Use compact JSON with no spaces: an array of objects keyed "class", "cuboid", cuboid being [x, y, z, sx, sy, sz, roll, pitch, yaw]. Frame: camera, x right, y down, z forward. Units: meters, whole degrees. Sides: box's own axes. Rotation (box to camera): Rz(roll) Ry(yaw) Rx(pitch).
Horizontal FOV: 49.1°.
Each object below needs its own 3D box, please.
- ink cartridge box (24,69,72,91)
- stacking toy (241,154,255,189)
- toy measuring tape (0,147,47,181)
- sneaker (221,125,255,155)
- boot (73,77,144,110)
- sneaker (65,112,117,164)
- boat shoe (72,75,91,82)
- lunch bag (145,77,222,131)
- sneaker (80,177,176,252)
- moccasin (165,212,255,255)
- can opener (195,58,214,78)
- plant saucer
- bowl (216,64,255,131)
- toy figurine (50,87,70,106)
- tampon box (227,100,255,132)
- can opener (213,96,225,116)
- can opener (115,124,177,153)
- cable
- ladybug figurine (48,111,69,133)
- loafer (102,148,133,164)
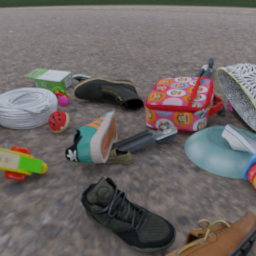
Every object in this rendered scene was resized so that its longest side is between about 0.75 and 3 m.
[{"class":"ink cartridge box","cuboid":[-3.342,-2.030,11.823,1.737,0.515,0.902,10,38,18]},{"class":"stacking toy","cuboid":[3.113,1.293,5.779,0.891,0.843,1.536,-1,40,-9]},{"class":"toy measuring tape","cuboid":[-2.893,0.711,6.239,2.207,0.812,0.812,19,18,-32]},{"class":"sneaker","cuboid":[2.727,0.383,6.766,0.419,0.406,1.147,8,29,-31]},{"class":"boot","cuboid":[-0.690,-1.149,9.993,2.353,0.911,1.627,-8,33,-13]},{"class":"sneaker","cuboid":[-0.895,0.180,7.345,0.987,0.881,2.469,-3,18,10]},{"class":"boat shoe","cuboid":[-1.970,-2.089,12.054,0.912,0.290,0.322,-1,-18,-37]},{"class":"lunch bag","cuboid":[1.860,-0.827,9.056,2.245,1.044,2.549,6,32,19]},{"class":"sneaker","cuboid":[-0.093,1.492,4.878,1.857,1.064,0.710,18,57,29]},{"class":"moccasin","cuboid":[1.190,1.943,4.438,2.335,0.854,0.902,-24,43,-25]},{"class":"can opener","cuboid":[3.597,-2.743,13.039,0.547,0.686,2.052,13,31,22]},{"class":"plant saucer","cuboid":[2.725,0.451,7.516,2.380,0.458,2.380,0,28,0]},{"class":"bowl","cuboid":[3.178,-0.906,6.998,0.934,1.991,1.991,-33,29,8]},{"class":"toy figurine","cuboid":[-2.403,-1.074,10.373,0.787,0.591,0.724,6,32,-45]},{"class":"tampon box","cuboid":[4.817,-1.005,8.958,2.487,1.570,1.864,-2,29,-5]},{"class":"can opener","cuboid":[3.180,-0.788,10.001,0.413,0.330,1.235,-25,21,24]},{"class":"can opener","cuboid":[0.551,0.396,7.696,1.774,0.593,0.473,-22,33,-11]},{"class":"cable","cuboid":[-3.397,-0.713,9.326,2.064,0.714,2.064,0,29,3]},{"class":"ladybug figurine","cuboid":[-2.151,-0.217,8.551,0.682,0.361,1.005,-45,38,-4]},{"class":"loafer","cuboid":[-0.372,0.695,7.154,1.006,0.339,0.383,1,29,6]}]
